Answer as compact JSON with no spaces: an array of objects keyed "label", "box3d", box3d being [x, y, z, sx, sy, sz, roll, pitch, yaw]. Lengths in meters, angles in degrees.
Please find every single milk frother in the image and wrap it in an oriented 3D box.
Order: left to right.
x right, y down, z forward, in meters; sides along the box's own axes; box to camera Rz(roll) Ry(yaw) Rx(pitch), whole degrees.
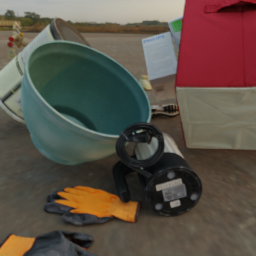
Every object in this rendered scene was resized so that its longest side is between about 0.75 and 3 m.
[{"label":"milk frother","box3d":[0.443,0.474,5.133,1.488,1.649,1.551,1,21,-9]}]

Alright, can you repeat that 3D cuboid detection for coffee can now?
[{"label":"coffee can","box3d":[-2.222,-1.487,7.753,2.489,1.822,1.822,-35,14,18]}]

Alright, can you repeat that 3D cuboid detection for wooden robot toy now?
[{"label":"wooden robot toy","box3d":[-2.960,-2.287,7.631,0.518,1.141,0.503,20,38,-16]}]

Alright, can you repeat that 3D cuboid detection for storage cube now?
[{"label":"storage cube","box3d":[2.586,-1.197,6.537,2.557,2.992,2.689,2,59,17]}]

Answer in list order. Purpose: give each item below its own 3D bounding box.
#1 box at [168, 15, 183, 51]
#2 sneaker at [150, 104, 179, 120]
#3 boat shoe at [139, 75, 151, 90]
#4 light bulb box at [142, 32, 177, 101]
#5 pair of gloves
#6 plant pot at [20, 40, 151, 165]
[{"label":"box","box3d":[1.990,-2.669,8.414,0.744,1.539,1.358,-27,18,-5]},{"label":"sneaker","box3d":[1.126,-0.605,9.498,1.335,0.492,0.534,-3,20,-9]},{"label":"boat shoe","box3d":[1.348,-2.353,13.609,0.795,0.680,2.168,17,27,35]},{"label":"light bulb box","box3d":[1.153,-1.976,9.270,0.979,1.569,1.555,-12,-23,10]},{"label":"pair of gloves","box3d":[-0.818,1.549,4.394,1.785,0.248,2.003,6,23,15]},{"label":"plant pot","box3d":[-1.040,-0.293,5.800,2.550,1.709,2.550,22,39,-19]}]
